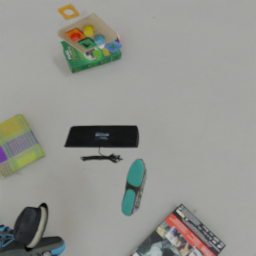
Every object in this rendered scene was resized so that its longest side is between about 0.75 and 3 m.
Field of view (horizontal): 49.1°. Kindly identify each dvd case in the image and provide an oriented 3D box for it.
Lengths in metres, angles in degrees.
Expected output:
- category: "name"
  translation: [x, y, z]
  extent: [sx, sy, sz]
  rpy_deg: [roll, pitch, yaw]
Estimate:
- category: "dvd case"
  translation: [1.350, 3.542, 7.903]
  extent: [2.369, 0.261, 1.730]
  rpy_deg: [-38, 64, -23]

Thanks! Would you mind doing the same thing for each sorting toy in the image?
- category: "sorting toy"
  translation: [-1.255, -2.820, 8.702]
  extent: [1.440, 2.558, 0.348]
  rpy_deg: [-16, 67, 29]

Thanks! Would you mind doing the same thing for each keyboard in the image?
- category: "keyboard"
  translation: [-0.730, 0.438, 7.524]
  extent: [2.032, 0.209, 1.291]
  rpy_deg: [-1, 48, 10]

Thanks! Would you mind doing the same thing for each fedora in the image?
- category: "fedora"
  translation: [-1.870, 1.823, 5.269]
  extent: [0.420, 0.919, 0.919]
  rpy_deg: [27, 51, -30]

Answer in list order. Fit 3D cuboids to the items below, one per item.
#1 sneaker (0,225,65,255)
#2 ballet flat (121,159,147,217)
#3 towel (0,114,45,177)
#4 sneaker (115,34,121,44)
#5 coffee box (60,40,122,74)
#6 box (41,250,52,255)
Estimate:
- category: "sneaker"
  translation: [-3.240, 3.175, 7.647]
  extent: [2.994, 1.096, 1.226]
  rpy_deg: [-6, 52, -6]
- category: "ballet flat"
  translation: [0.184, 1.372, 6.584]
  extent: [0.506, 0.506, 1.407]
  rpy_deg: [16, 98, 10]
- category: "towel"
  translation: [-4.076, 0.543, 9.890]
  extent: [1.580, 0.250, 2.200]
  rpy_deg: [-31, 62, -19]
- category: "sneaker"
  translation: [-0.859, -4.173, 12.869]
  extent: [0.569, 0.480, 1.301]
  rpy_deg: [-34, 59, -19]
- category: "coffee box"
  translation: [-1.600, -3.332, 12.070]
  extent: [2.312, 0.508, 1.422]
  rpy_deg: [-22, 77, -13]
- category: "box"
  translation: [-1.654, 3.013, 5.605]
  extent: [0.191, 0.862, 0.690]
  rpy_deg: [3, 35, -29]
